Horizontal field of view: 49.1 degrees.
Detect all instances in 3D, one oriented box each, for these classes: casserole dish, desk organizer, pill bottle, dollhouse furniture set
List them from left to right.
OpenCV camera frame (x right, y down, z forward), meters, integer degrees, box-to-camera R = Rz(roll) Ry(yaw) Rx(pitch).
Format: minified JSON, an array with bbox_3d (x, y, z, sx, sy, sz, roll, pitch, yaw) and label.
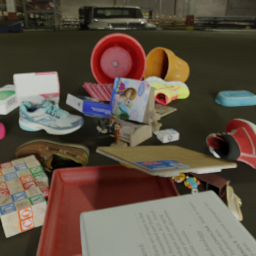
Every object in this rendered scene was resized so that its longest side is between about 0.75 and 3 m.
[{"bbox_3d":[-0.315,-0.557,9.953,2.461,1.409,2.885,18,30,35],"label":"dollhouse furniture set"},{"bbox_3d":[1.944,1.336,7.021,0.402,0.374,1.044,-23,33,-37],"label":"desk organizer"},{"bbox_3d":[2.714,0.552,8.623,0.468,0.468,0.818,1,24,3],"label":"pill bottle"},{"bbox_3d":[5.064,-1.405,13.090,2.008,0.389,1.216,-4,25,-7],"label":"casserole dish"}]

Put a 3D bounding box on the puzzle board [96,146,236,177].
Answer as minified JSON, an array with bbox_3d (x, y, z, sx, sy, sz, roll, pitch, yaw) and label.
[{"bbox_3d":[0.970,0.807,7.123,2.902,0.252,2.187,1,9,-37],"label":"puzzle board"}]

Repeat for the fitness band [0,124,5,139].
[{"bbox_3d":[-5.305,0.171,9.586,2.036,0.381,1.463,1,24,3],"label":"fitness band"}]

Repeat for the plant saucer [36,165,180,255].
[{"bbox_3d":[-0.284,1.708,5.974,2.796,0.514,2.801,-3,24,-7],"label":"plant saucer"}]

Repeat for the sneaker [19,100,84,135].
[{"bbox_3d":[-2.807,-0.414,10.033,2.472,1.067,0.960,3,26,8],"label":"sneaker"}]

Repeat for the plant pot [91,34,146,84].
[{"bbox_3d":[-0.602,-3.464,15.088,2.878,2.878,2.546,-3,14,-6],"label":"plant pot"}]

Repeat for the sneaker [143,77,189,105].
[{"bbox_3d":[1.772,-1.519,12.837,2.516,0.983,1.136,4,63,-28],"label":"sneaker"}]

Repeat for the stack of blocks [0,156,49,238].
[{"bbox_3d":[-2.449,1.457,6.467,1.157,0.589,2.010,-14,28,-28],"label":"stack of blocks"}]

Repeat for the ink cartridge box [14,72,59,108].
[{"bbox_3d":[-3.566,-1.336,11.065,1.548,0.901,2.125,-8,-10,-17],"label":"ink cartridge box"}]

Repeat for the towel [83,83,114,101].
[{"bbox_3d":[-0.689,-1.578,12.414,2.234,0.251,1.616,3,-17,15],"label":"towel"}]

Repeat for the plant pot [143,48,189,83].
[{"bbox_3d":[2.189,-3.127,15.206,1.910,2.086,2.086,2,19,-36],"label":"plant pot"}]

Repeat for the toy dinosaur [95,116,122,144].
[{"bbox_3d":[-0.554,0.014,9.037,0.868,0.653,1.279,1,18,-23],"label":"toy dinosaur"}]

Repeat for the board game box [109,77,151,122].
[{"bbox_3d":[0.012,-1.061,10.380,1.463,1.466,0.302,13,1,33],"label":"board game box"}]

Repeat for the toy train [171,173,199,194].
[{"bbox_3d":[1.323,1.435,6.998,0.869,0.242,0.653,13,41,17],"label":"toy train"}]

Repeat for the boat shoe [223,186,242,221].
[{"bbox_3d":[2.351,1.701,6.271,0.339,0.361,0.979,7,34,10],"label":"boat shoe"}]

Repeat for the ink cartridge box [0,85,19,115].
[{"bbox_3d":[-6.299,-1.354,12.622,2.952,0.739,2.375,5,24,6],"label":"ink cartridge box"}]

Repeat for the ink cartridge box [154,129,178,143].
[{"bbox_3d":[1.277,0.276,9.503,0.750,0.250,0.435,-11,26,-23],"label":"ink cartridge box"}]

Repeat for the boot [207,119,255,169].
[{"bbox_3d":[3.033,0.259,8.318,1.742,0.874,2.415,14,25,-10],"label":"boot"}]

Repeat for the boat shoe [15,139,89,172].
[{"bbox_3d":[-2.156,0.798,7.731,2.092,0.753,0.711,-2,26,2],"label":"boat shoe"}]

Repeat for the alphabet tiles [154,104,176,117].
[{"bbox_3d":[1.095,-0.825,12.186,1.546,0.058,1.293,21,32,38],"label":"alphabet tiles"}]

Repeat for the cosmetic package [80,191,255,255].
[{"bbox_3d":[0.512,2.117,3.633,2.042,1.708,1.698,-7,26,-13],"label":"cosmetic package"}]

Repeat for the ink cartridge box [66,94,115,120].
[{"bbox_3d":[-1.418,-0.826,10.457,1.183,0.466,2.378,9,11,-30],"label":"ink cartridge box"}]
